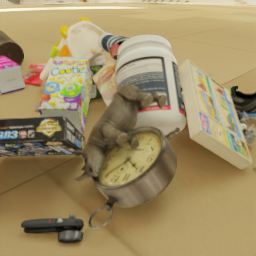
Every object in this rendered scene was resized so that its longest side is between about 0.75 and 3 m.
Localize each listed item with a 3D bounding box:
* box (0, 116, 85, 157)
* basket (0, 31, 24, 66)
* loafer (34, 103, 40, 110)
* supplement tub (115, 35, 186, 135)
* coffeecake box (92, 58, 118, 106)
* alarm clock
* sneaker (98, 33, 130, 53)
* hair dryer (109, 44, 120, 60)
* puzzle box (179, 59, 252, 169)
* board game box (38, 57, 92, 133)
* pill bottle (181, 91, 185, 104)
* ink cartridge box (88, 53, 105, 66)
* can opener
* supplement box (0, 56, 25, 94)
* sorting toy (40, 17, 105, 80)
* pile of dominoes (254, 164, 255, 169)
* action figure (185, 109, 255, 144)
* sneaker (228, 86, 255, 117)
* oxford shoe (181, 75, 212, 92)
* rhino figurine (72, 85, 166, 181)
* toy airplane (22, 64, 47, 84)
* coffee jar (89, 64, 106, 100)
[{"bbox_3d":[-2.301,0.283,6.452,2.283,0.572,2.300,-4,-11,1],"label":"box"},{"bbox_3d":[-6.620,-4.039,14.448,2.547,1.732,2.297,32,23,36],"label":"basket"},{"bbox_3d":[-2.804,-0.992,10.215,1.270,0.399,0.457,-18,30,-23],"label":"loafer"},{"bbox_3d":[0.571,-1.071,7.886,1.791,1.791,2.552,-3,72,-5],"label":"supplement tub"},{"bbox_3d":[-0.444,-1.476,9.732,0.529,1.111,1.447,-3,60,-57],"label":"coffeecake box"},{"bbox_3d":[0.011,1.025,5.947,1.800,0.889,2.669,-3,38,44],"label":"alarm clock"},{"bbox_3d":[0.266,-3.042,11.093,2.656,0.931,1.441,5,21,-30],"label":"sneaker"},{"bbox_3d":[-0.147,-2.302,9.311,1.155,0.412,1.517,50,18,14],"label":"hair dryer"},{"bbox_3d":[2.265,-0.474,7.509,1.903,0.364,2.860,28,41,-25],"label":"puzzle box"},{"bbox_3d":[-1.900,-1.084,8.917,1.170,1.149,2.231,1,53,2],"label":"board game box"},{"bbox_3d":[2.283,-1.197,9.451,0.952,0.534,0.534,-32,37,-9],"label":"pill bottle"},{"bbox_3d":[-1.395,-2.517,12.119,0.526,1.248,0.911,9,31,19],"label":"ink cartridge box"},{"bbox_3d":[-1.430,1.863,5.305,1.217,0.386,0.478,3,31,5],"label":"can opener"},{"bbox_3d":[-5.382,-2.309,12.012,1.019,1.041,2.014,-24,35,-33],"label":"supplement box"},{"bbox_3d":[-2.451,-2.941,11.374,2.580,1.531,2.866,-30,15,37],"label":"sorting toy"},{"bbox_3d":[4.093,0.328,7.131,0.303,1.482,1.902,46,48,15],"label":"pile of dominoes"},{"bbox_3d":[2.812,-0.129,8.447,1.493,0.796,2.294,-18,38,-39],"label":"action figure"},{"bbox_3d":[3.311,-0.920,9.426,2.492,1.033,0.884,0,30,23],"label":"sneaker"},{"bbox_3d":[2.351,-1.236,10.300,1.712,0.722,0.622,-26,61,14],"label":"oxford shoe"},{"bbox_3d":[-0.331,0.096,6.202,1.146,0.783,2.620,25,74,43],"label":"rhino figurine"},{"bbox_3d":[-3.837,-2.568,12.984,2.674,0.492,2.674,-5,27,3],"label":"toy airplane"},{"bbox_3d":[-0.923,-1.939,11.221,2.659,1.135,1.387,-16,35,-27],"label":"coffee jar"}]
